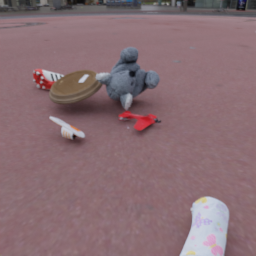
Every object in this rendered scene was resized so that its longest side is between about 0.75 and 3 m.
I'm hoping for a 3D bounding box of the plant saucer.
[{"bbox_3d":[-2.237,-1.817,11.858,2.412,0.355,2.412,-10,37,8],"label":"plant saucer"}]

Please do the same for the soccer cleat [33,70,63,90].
[{"bbox_3d":[-3.722,-2.328,14.040,2.659,0.913,1.133,24,30,31],"label":"soccer cleat"}]

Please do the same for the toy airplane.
[{"bbox_3d":[0.418,-0.370,10.726,1.791,0.329,1.791,-1,20,0],"label":"toy airplane"}]

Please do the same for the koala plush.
[{"bbox_3d":[-0.206,-1.804,11.639,2.107,2.183,2.376,47,30,-8],"label":"koala plush"}]

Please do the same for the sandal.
[{"bbox_3d":[-2.146,0.095,9.634,1.480,0.424,0.567,28,5,20],"label":"sandal"}]

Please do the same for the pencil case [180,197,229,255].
[{"bbox_3d":[1.557,2.171,5.623,0.786,0.721,1.733,25,34,9],"label":"pencil case"}]
